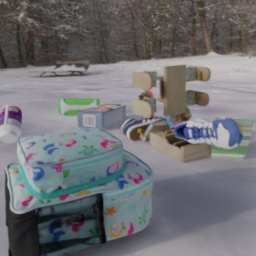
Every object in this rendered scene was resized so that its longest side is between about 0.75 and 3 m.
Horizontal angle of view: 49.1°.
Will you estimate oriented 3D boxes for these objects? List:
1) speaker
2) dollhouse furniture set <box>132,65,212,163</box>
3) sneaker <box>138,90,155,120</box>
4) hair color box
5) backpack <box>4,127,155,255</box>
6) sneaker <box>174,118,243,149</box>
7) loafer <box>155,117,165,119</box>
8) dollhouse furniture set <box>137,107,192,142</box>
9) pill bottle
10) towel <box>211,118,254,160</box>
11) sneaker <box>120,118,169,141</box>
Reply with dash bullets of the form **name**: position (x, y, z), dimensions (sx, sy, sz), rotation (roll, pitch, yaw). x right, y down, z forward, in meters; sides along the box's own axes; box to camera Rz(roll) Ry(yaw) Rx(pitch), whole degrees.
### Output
- **speaker**: position (-2.754, -1.202, 15.816), dimensions (2.283, 1.009, 1.009), rotation (-1, 14, -4)
- **dollhouse furniture set**: position (1.694, -0.592, 9.205), dimensions (2.484, 2.834, 1.883), rotation (-12, 19, -29)
- **sneaker**: position (0.649, -0.750, 12.266), dimensions (0.800, 1.954, 0.753), rotation (-29, 42, -30)
- **hair color box**: position (-1.219, -0.603, 13.703), dimensions (1.310, 0.803, 2.647), rotation (5, 14, 22)
- **backpack**: position (-0.840, 1.031, 5.126), dimensions (2.562, 1.929, 2.275), rotation (-1, 13, -25)
- **sneaker**: position (2.192, 0.200, 8.041), dimensions (1.042, 0.890, 2.363), rotation (-7, 2, -19)
- **loafer**: position (1.452, -0.326, 13.130), dimensions (0.958, 0.344, 0.302), rotation (11, -13, -3)
- **dollhouse furniture set**: position (1.200, -0.357, 10.445), dimensions (1.606, 1.048, 1.516), rotation (-9, -29, -22)
- **pill bottle**: position (-4.409, -0.139, 10.478), dimensions (0.795, 0.795, 1.413), rotation (-3, 51, -12)
- **towel**: position (3.138, 0.350, 8.585), dimensions (1.100, 1.443, 0.169), rotation (3, 32, 11)
- **sneaker**: position (0.720, -0.057, 11.573), dimensions (2.205, 0.773, 1.196), rotation (-11, 19, -28)
